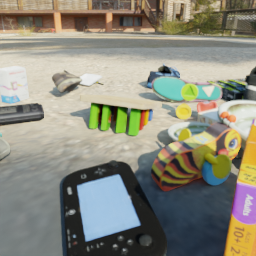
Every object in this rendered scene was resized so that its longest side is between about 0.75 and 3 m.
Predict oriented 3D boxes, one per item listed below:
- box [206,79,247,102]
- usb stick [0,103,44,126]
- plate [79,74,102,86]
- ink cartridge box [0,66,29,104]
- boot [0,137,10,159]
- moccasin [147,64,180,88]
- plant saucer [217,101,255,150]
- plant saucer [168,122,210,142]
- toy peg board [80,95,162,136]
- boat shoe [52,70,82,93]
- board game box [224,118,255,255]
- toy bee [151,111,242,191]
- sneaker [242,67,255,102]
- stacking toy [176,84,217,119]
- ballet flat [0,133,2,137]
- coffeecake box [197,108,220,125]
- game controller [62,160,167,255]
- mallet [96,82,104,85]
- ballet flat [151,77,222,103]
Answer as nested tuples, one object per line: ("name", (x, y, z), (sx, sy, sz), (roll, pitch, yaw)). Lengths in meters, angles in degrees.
("box", (4.518, -1.544, 11.351), (1.932, 0.475, 2.001), (-9, 24, -15))
("usb stick", (-3.885, -0.345, 8.332), (2.624, 0.428, 0.728), (-9, 40, -21))
("plate", (-1.895, -2.238, 13.201), (1.035, 0.167, 1.033), (14, 40, 31))
("ink cartridge box", (-4.303, -1.631, 10.516), (0.521, 1.232, 0.890), (11, 25, 26))
("boot", (-3.911, 0.668, 5.324), (2.248, 0.897, 2.472), (16, 31, 2))
("moccasin", (1.790, -2.471, 13.044), (1.043, 0.884, 2.592), (12, 25, 26))
("plant saucer", (3.376, 0.234, 6.315), (2.853, 0.716, 2.853), (7, 27, -4))
("plant saucer", (1.709, 0.261, 7.019), (1.446, 0.363, 1.446), (1, 22, 0))
("toy peg board", (-0.183, -0.414, 8.313), (1.894, 0.927, 1.887), (10, 9, 20))
("boat shoe", (-2.455, -1.981, 11.363), (0.800, 0.787, 2.148), (-37, 6, 8))
("board game box", (2.078, 1.107, 3.053), (1.765, 1.764, 1.764), (11, 25, 25))
("toy bee", (1.610, 0.342, 5.584), (2.443, 1.328, 1.599), (-18, 27, -37))
("sneaker", (5.491, -1.601, 9.868), (2.966, 1.659, 1.084), (-8, 23, -19))
("stacking toy", (2.169, -0.819, 8.806), (1.227, 1.110, 0.518), (5, 11, 16))
("ballet flat", (-4.218, 0.075, 6.963), (2.326, 0.837, 0.837), (19, 28, 21))
("coffeecake box", (2.737, -0.118, 7.813), (0.974, 0.464, 1.269), (-14, 26, -30))
("game controller", (-0.346, 1.255, 4.376), (1.283, 0.518, 2.460), (-5, 22, -13))
("mallet", (-1.413, -2.172, 13.313), (0.868, 0.179, 0.286), (22, 36, 35))
("ballet flat", (2.166, -1.393, 10.641), (2.647, 0.915, 0.942), (5, 4, -2))
